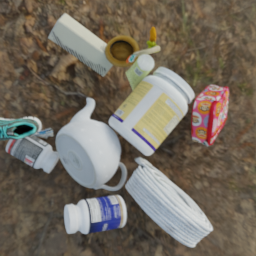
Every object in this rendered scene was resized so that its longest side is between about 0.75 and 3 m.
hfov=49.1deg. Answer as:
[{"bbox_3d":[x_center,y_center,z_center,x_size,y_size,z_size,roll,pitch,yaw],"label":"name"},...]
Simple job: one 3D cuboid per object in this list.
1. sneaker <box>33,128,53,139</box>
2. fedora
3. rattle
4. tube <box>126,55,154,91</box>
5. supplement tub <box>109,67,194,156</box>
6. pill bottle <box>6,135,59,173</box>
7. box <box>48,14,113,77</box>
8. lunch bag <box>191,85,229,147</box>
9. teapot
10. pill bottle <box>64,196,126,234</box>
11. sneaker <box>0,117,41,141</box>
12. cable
[{"bbox_3d":[-3.076,0.269,10.070,0.798,0.299,0.346,-9,117,5],"label":"sneaker"},{"bbox_3d":[-0.190,-2.581,9.691,1.216,0.496,1.216,-1,81,8],"label":"fedora"},{"bbox_3d":[0.404,-2.650,9.054,1.164,0.758,0.832,-14,123,2],"label":"rattle"},{"bbox_3d":[0.292,-1.803,9.240,0.536,2.063,0.599,20,77,-10],"label":"tube"},{"bbox_3d":[0.736,-0.514,8.713,1.721,1.721,2.368,40,87,8],"label":"supplement tub"},{"bbox_3d":[-3.206,0.819,9.552,1.614,0.935,0.935,32,79,-3],"label":"pill bottle"},{"bbox_3d":[-1.548,-2.922,9.958,2.327,0.956,0.796,33,122,-18],"label":"box"},{"bbox_3d":[2.725,-0.351,9.340,0.830,1.785,2.027,14,33,28],"label":"lunch bag"},{"bbox_3d":[-1.032,0.685,8.987,2.317,2.348,1.715,38,48,24],"label":"teapot"},{"bbox_3d":[-0.850,2.232,7.177,1.454,0.841,0.841,-2,77,-23],"label":"pill bottle"},{"bbox_3d":[-3.586,0.054,8.355,1.932,0.881,0.750,-13,101,-18],"label":"sneaker"},{"bbox_3d":[1.154,2.218,8.210,2.716,2.716,0.940,40,93,-16],"label":"cable"}]
